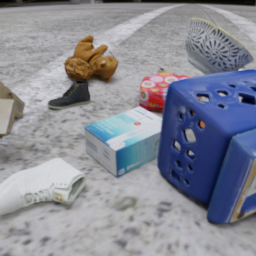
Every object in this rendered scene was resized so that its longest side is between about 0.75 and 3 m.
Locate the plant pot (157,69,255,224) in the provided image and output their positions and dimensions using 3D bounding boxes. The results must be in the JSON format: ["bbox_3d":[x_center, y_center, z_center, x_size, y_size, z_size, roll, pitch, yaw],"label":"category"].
[{"bbox_3d":[2.626,0.457,6.923,2.876,2.876,2.586,-12,39,-22],"label":"plant pot"}]

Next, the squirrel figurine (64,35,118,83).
[{"bbox_3d":[-1.893,-3.179,14.471,2.713,1.920,2.532,-34,53,-23],"label":"squirrel figurine"}]

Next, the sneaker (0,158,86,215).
[{"bbox_3d":[-2.097,1.548,6.914,1.317,0.840,2.280,19,34,34],"label":"sneaker"}]

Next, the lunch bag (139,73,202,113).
[{"bbox_3d":[1.786,-1.439,11.748,2.643,1.083,2.328,5,31,9],"label":"lunch bag"}]

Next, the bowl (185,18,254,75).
[{"bbox_3d":[2.339,-2.064,7.936,2.106,0.988,2.106,32,12,-8],"label":"bowl"}]

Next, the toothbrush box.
[{"bbox_3d":[0.042,0.336,8.832,2.311,0.986,1.692,-20,36,-33],"label":"toothbrush box"}]

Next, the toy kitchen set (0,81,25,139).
[{"bbox_3d":[-4.385,-0.073,9.448,2.442,2.701,2.994,2,70,9],"label":"toy kitchen set"}]

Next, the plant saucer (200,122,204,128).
[{"bbox_3d":[2.957,-0.149,10.486,0.950,0.153,0.950,1,30,0],"label":"plant saucer"}]

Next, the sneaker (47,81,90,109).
[{"bbox_3d":[-2.536,-1.440,11.854,1.854,0.985,0.693,-14,33,-22],"label":"sneaker"}]

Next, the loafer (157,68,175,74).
[{"bbox_3d":[2.052,-2.995,15.113,1.104,0.377,0.418,18,35,28],"label":"loafer"}]
